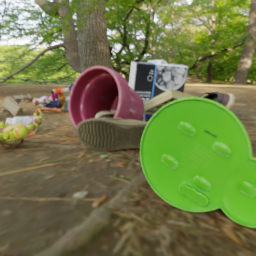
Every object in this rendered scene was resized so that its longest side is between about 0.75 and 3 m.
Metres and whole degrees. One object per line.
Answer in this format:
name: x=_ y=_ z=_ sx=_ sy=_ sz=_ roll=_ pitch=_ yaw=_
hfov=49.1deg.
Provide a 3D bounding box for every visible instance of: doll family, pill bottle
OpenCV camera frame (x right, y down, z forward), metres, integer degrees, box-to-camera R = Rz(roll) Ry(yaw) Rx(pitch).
doll family: x=-3.973 y=-1.349 z=15.003 sx=1.670 sy=1.212 sz=2.691 roll=-11 pitch=17 yaw=24
pill bottle: x=-3.881 y=-0.120 z=10.250 sx=1.016 sy=0.576 sz=0.576 roll=-2 pitch=12 yaw=-7

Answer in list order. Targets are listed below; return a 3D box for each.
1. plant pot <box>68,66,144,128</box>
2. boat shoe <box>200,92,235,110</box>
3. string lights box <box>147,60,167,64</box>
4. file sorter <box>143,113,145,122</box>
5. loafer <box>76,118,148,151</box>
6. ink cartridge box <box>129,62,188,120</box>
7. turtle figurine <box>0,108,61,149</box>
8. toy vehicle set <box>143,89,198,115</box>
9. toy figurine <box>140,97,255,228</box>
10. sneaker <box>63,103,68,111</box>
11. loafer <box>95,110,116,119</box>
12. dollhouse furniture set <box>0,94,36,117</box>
plant pot: x=-0.575 y=-0.771 z=9.922 sx=2.328 sy=2.328 sz=2.084 roll=8 pitch=-2 yaw=36
boat shoe: x=3.812 y=-1.233 z=13.310 sx=0.931 sy=1.033 sz=2.873 roll=23 pitch=-7 yaw=-16
string lights box: x=0.826 y=-1.851 z=13.311 sx=0.828 sy=2.807 sz=1.442 roll=34 pitch=-3 yaw=-25
file sorter: x=0.324 y=-0.334 z=11.193 sx=0.705 sy=0.632 sz=1.015 roll=1 pitch=12 yaw=7
loafer: x=-0.244 y=0.186 z=8.089 sx=2.480 sy=0.943 sz=0.836 roll=5 pitch=7 yaw=6
ink cartridge box: x=1.204 y=-1.468 z=11.969 sx=2.488 sy=2.511 sz=0.545 roll=-2 pitch=21 yaw=-23
turtle figurine: x=-3.397 y=0.115 z=8.298 sx=2.126 sy=0.849 sz=2.636 roll=-3 pitch=22 yaw=44
toy vehicle set: x=1.986 y=-0.886 z=11.548 sx=2.581 sy=0.342 sz=1.603 roll=7 pitch=-23 yaw=-42
toy figurine: x=1.773 y=0.557 z=5.209 sx=2.425 sy=1.821 sz=2.232 roll=32 pitch=17 yaw=27
sneaker: x=-3.270 y=-1.118 z=15.588 sx=0.662 sy=0.598 sz=1.617 roll=-24 pitch=14 yaw=-1
loafer: x=-0.638 y=-0.319 z=9.925 sx=0.549 sy=0.609 sz=1.608 roll=21 pitch=15 yaw=36
dollhouse furniture set: x=-5.688 y=-1.078 z=14.755 sx=0.887 sy=1.038 sz=2.003 roll=41 pitch=17 yaw=2
